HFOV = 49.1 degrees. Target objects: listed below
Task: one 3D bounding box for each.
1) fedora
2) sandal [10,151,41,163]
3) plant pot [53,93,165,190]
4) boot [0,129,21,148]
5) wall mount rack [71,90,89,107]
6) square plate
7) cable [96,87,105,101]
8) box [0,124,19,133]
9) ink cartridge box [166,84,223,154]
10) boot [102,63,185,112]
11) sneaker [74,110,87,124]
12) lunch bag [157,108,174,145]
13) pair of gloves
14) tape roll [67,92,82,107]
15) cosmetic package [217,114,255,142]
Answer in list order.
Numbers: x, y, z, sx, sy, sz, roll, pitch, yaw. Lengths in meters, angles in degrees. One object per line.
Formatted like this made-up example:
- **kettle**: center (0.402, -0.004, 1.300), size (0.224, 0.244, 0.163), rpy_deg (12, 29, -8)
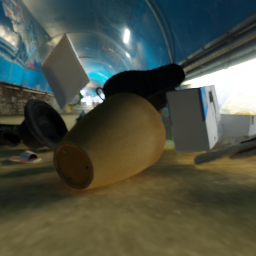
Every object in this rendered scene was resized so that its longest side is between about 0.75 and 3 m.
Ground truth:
- **fedora**: center (-3.230, 0.065, 10.268), size (1.078, 2.360, 2.360), rpy_deg (-30, -2, 13)
- **sandal**: center (-3.026, 0.820, 8.157), size (1.023, 0.293, 0.392), rpy_deg (2, 5, 21)
- **plant pot**: center (-0.488, 0.377, 5.797), size (1.897, 1.897, 2.035), rpy_deg (3, 17, 30)
- **boot**: center (-5.185, 0.399, 10.497), size (1.441, 0.725, 1.928), rpy_deg (4, 6, 35)
- **wall mount rack**: center (-2.528, -1.661, 13.212), size (1.366, 1.187, 0.509), rpy_deg (-34, -4, -35)
- **square plate**: center (-1.764, -1.527, 7.898), size (0.224, 1.577, 1.562), rpy_deg (-14, -17, -48)
- **cable**: center (-0.967, -0.979, 11.905), size (0.762, 1.569, 0.395), rpy_deg (-7, 9, 4)
- **box**: center (-4.751, 0.218, 11.898), size (1.589, 0.392, 1.269), rpy_deg (2, -18, 26)
- **ink cartridge box**: center (2.155, -0.376, 8.708), size (1.036, 1.795, 2.474), rpy_deg (-9, 6, 27)
- **boot**: center (0.373, -0.992, 8.775), size (2.662, 0.985, 2.182), rpy_deg (-18, -13, -18)
- **sneaker**: center (-1.532, -0.366, 12.931), size (1.868, 1.368, 0.753), rpy_deg (-25, 41, -2)
- **lunch bag**: center (1.620, 0.007, 10.666), size (1.722, 1.381, 0.664), rpy_deg (8, -20, -14)
- **pair of gloves**: center (3.316, 0.431, 7.944), size (2.544, 0.525, 2.992), rpy_deg (-15, -4, 29)
- **tape roll**: center (-2.372, -1.291, 11.799), size (0.846, 0.846, 0.203), rpy_deg (-2, 41, -24)
- **cosmetic package**: center (3.548, 0.104, 10.579), size (0.960, 1.318, 2.593), rpy_deg (-2, 7, -40)
